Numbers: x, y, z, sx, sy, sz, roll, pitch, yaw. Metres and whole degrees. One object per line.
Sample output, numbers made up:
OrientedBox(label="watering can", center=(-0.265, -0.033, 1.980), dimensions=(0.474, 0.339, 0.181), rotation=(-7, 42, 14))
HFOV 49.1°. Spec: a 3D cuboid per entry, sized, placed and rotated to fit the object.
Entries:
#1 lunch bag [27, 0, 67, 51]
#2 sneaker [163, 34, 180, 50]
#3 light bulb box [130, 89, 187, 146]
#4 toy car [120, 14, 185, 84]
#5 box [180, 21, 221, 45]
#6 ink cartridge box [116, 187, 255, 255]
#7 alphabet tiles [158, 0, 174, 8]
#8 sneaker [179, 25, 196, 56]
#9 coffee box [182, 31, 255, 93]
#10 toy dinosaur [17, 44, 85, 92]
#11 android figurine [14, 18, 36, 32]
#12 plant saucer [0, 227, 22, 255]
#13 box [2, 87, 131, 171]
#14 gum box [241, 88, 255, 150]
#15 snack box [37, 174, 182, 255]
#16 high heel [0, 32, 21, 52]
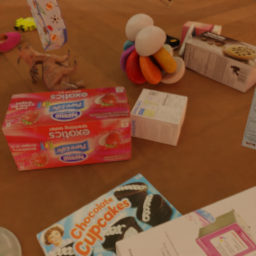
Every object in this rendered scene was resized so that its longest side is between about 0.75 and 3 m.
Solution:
OrientedBox(label="lunch bag", center=(-1.748, -2.355, 5.977), dimensions=(0.495, 1.311, 1.051), rotation=(-20, 10, -21))
OrientedBox(label="sneaker", center=(1.143, -3.925, 12.000), dimensions=(2.222, 1.000, 0.777), rotation=(6, 42, 6))
OrientedBox(label="light bulb box", center=(0.885, -0.334, 8.045), dimensions=(1.350, 0.843, 1.338), rotation=(13, 43, 14))
OrientedBox(label="toy car", center=(0.623, -2.505, 9.935), dimensions=(1.910, 2.229, 2.547), rotation=(-37, 43, 13))
OrientedBox(label="box", center=(3.146, -4.020, 12.168), dimensions=(1.520, 0.828, 0.972), rotation=(16, 37, 18))
OrientedBox(label="ink cartridge box", center=(1.225, 2.203, 4.369), dimensions=(2.623, 1.895, 1.110), rotation=(-15, 43, -16))
OrientedBox(label="alphabet tiles", center=(1.026, -3.887, 6.642), dimensions=(1.833, 0.083, 2.192), rotation=(34, 70, -5))
OrientedBox(label="sneaker", center=(2.579, -3.564, 11.599), dimensions=(0.525, 1.322, 0.518), rotation=(21, 4, -3))
OrientedBox(label="coffee box", center=(3.543, -2.535, 10.363), dimensions=(2.689, 1.073, 1.520), rotation=(33, 51, 32))
OrientedBox(label="toy dinosaur", center=(-2.621, -1.829, 9.673), dimensions=(1.755, 1.111, 2.590), rotation=(-27, 62, -14))
OrientedBox(label="android figurine", center=(-4.965, -5.216, 14.015), dimensions=(1.317, 0.297, 1.447), rotation=(19, 46, 20))
OrientedBox(label="plant saucer", center=(-2.864, 2.513, 5.150), dimensions=(1.685, 0.423, 1.685), rotation=(0, 42, 0))
OrientedBox(label="box", center=(-1.430, -0.001, 7.195), dimensions=(2.942, 1.467, 1.405), rotation=(-5, 41, -6))
OrientedBox(label="gum box", center=(2.667, -0.972, 5.002), dimensions=(0.505, 2.269, 1.927), rotation=(17, 58, 23))
OrientedBox(label="snack box", center=(-0.305, 2.081, 5.592), dimensions=(2.548, 0.473, 1.480), rotation=(-27, 48, -27))
OrientedBox(label="high heel", center=(-5.699, -3.772, 11.559), dimensions=(0.950, 1.353, 2.821), rotation=(27, 48, 27))
